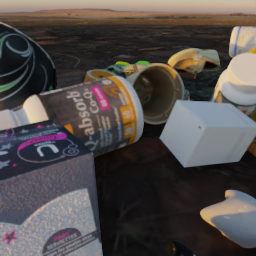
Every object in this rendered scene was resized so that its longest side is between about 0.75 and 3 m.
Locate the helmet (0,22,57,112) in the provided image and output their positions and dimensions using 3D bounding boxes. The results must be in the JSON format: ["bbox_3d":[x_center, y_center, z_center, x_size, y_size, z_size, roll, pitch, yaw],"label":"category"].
[{"bbox_3d":[-3.276,-0.921,6.755,2.669,2.669,2.545,11,62,23],"label":"helmet"}]

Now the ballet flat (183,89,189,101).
[{"bbox_3d":[1.846,-1.044,9.638,0.607,0.607,1.687,0,17,-1],"label":"ballet flat"}]

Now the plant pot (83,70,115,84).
[{"bbox_3d":[-0.865,-1.010,8.458,1.392,1.275,1.392,8,30,-5],"label":"plant pot"}]

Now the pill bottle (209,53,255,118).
[{"bbox_3d":[2.761,-0.834,7.067,1.162,1.997,1.162,-1,62,1],"label":"pill bottle"}]

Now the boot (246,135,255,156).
[{"bbox_3d":[2.866,0.403,6.737,1.289,0.494,1.001,3,32,2],"label":"boot"}]

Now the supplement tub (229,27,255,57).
[{"bbox_3d":[7.881,-5.196,17.218,2.885,1.903,1.903,12,27,24],"label":"supplement tub"}]

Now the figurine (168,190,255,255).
[{"bbox_3d":[1.709,1.702,3.191,2.533,1.117,2.596,17,28,41],"label":"figurine"}]

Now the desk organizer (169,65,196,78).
[{"bbox_3d":[2.588,-2.739,13.453,1.353,0.521,0.485,7,25,16],"label":"desk organizer"}]

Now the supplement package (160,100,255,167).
[{"bbox_3d":[1.653,0.092,5.723,1.591,0.965,0.953,0,36,-32],"label":"supplement package"}]

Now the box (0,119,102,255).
[{"bbox_3d":[-1.780,1.121,3.402,2.575,1.702,1.477,-15,26,-27],"label":"box"}]

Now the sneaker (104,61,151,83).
[{"bbox_3d":[0.040,-2.165,11.839,2.753,1.074,1.173,11,33,43],"label":"sneaker"}]

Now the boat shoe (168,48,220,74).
[{"bbox_3d":[1.956,-1.862,7.980,1.734,0.642,0.576,-12,71,-25],"label":"boat shoe"}]

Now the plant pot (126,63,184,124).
[{"bbox_3d":[0.579,-1.102,8.762,1.749,1.749,1.601,-9,14,-19],"label":"plant pot"}]

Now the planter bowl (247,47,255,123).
[{"bbox_3d":[4.181,-1.009,7.980,1.205,2.892,2.892,25,11,-31],"label":"planter bowl"}]

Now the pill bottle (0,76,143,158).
[{"bbox_3d":[-1.236,-0.038,6.034,2.843,1.654,1.654,-19,30,-25],"label":"pill bottle"}]
